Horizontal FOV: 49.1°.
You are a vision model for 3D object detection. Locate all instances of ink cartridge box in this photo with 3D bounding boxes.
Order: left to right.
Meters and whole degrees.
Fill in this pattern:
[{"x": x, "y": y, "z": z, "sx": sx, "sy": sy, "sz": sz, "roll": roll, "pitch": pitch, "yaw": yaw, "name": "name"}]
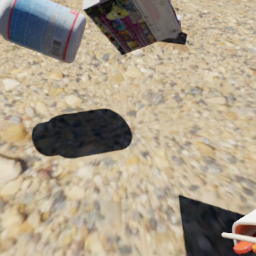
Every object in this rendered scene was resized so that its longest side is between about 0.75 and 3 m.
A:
[{"x": 1.485, "y": -4.576, "z": 12.273, "sx": 1.528, "sy": 0.641, "sz": 1.341, "roll": 9, "pitch": 44, "yaw": 10, "name": "ink cartridge box"}]

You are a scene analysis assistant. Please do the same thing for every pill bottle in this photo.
[{"x": -2.545, "y": -2.833, "z": 7.602, "sx": 2.570, "sy": 1.397, "sz": 1.397, "roll": 19, "pitch": 44, "yaw": -11, "name": "pill bottle"}]

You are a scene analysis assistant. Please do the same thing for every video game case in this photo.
[{"x": 0.141, "y": -2.061, "z": 5.220, "sx": 1.365, "sy": 1.506, "sz": 0.270, "roll": -17, "pitch": 66, "yaw": 21, "name": "video game case"}]

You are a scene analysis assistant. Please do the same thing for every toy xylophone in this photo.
[{"x": 1.994, "y": 1.363, "z": 3.592, "sx": 1.245, "sy": 1.700, "sz": 0.427, "roll": -16, "pitch": 83, "yaw": -23, "name": "toy xylophone"}]
